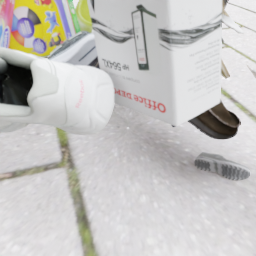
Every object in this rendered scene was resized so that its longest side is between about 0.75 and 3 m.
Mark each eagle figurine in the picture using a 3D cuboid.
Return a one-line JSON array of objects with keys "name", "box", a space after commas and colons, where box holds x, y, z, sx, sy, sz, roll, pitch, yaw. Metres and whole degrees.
[{"name": "eagle figurine", "box": [1.972, -3.646, 7.617, 2.027, 2.686, 2.038, -12, 29, -17]}]

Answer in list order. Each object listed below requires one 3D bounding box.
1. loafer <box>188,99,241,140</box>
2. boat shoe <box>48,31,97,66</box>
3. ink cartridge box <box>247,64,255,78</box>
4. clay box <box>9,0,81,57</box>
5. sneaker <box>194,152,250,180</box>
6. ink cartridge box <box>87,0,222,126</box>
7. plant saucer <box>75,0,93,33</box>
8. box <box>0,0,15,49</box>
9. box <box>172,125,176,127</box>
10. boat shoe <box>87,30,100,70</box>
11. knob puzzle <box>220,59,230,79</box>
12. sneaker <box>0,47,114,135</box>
[{"name": "loafer", "box": [1.423, -0.498, 5.394, 2.358, 0.841, 0.861, 22, 31, -28]}, {"name": "boat shoe", "box": [-1.175, -1.165, 5.060, 1.552, 0.560, 0.551, -38, 49, -10]}, {"name": "ink cartridge box", "box": [3.181, -0.437, 4.620, 1.009, 1.755, 2.996, -38, 15, 21]}, {"name": "clay box", "box": [-2.133, -2.137, 6.027, 2.168, 1.245, 0.516, -6, 22, 20]}, {"name": "sneaker", "box": [2.243, 0.821, 6.609, 1.253, 0.468, 0.514, 17, 40, 22]}, {"name": "ink cartridge box", "box": [0.267, -1.182, 3.292, 0.831, 1.971, 1.439, -27, 33, -30]}, {"name": "plant saucer", "box": [-0.251, -3.329, 7.446, 2.952, 0.459, 2.952, -10, 56, 15]}, {"name": "box", "box": [-3.234, -1.788, 5.332, 1.465, 2.938, 1.403, 19, 29, -3]}, {"name": "box", "box": [0.874, -1.197, 6.404, 0.390, 2.068, 1.412, -30, 5, 38]}, {"name": "boat shoe", "box": [-0.454, -1.928, 5.604, 0.718, 2.288, 0.831, 8, 52, -36]}, {"name": "knob puzzle", "box": [1.153, -2.055, 6.019, 0.324, 2.336, 2.336, -42, 39, 12]}, {"name": "sneaker", "box": [-1.658, -0.545, 3.678, 2.852, 1.111, 1.417, -1, -9, 31]}]
